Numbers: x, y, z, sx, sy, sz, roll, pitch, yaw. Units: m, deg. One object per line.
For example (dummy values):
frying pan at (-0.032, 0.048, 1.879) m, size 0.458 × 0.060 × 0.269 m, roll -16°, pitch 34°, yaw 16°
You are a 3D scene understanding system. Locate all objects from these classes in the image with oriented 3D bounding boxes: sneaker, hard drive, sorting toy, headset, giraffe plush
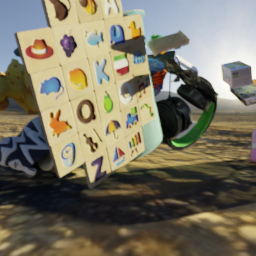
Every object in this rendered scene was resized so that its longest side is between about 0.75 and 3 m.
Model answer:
sneaker at (-1.738, 0.400, 5.631) m, size 1.040 × 0.638 × 1.598 m, roll 31°, pitch 25°, yaw 4°
sneaker at (0.716, -1.411, 7.759) m, size 0.982 × 1.023 × 2.608 m, roll -17°, pitch 0°, yaw -13°
hard drive at (1.694, -1.905, 8.346) m, size 0.869 × 0.114 × 0.573 m, roll 31°, pitch 27°, yaw -10°
sorting toy at (0.733, -1.678, 5.437) m, size 0.704 × 0.140 × 0.952 m, roll -19°, pitch 36°, yaw 3°
headset at (1.491, -0.485, 6.815) m, size 1.396 × 1.834 × 2.970 m, roll 40°, pitch -11°, yaw 42°
giraffe plush at (-3.040, -0.972, 7.099) m, size 1.504 × 1.743 × 1.413 m, roll 11°, pitch 32°, yaw 43°

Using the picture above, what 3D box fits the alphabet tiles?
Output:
alphabet tiles at (-0.396, -0.651, 4.412) m, size 0.093 × 2.936 × 2.443 m, roll 8°, pitch 27°, yaw 39°

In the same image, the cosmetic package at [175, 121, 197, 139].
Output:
cosmetic package at (1.445, -0.053, 10.999) m, size 2.214 × 0.789 × 1.123 m, roll 10°, pitch -1°, yaw -25°

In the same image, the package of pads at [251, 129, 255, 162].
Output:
package of pads at (4.105, 0.440, 6.440) m, size 2.288 × 0.866 × 1.379 m, roll 3°, pitch 2°, yaw 30°

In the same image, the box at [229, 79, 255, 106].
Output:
box at (3.847, -1.137, 8.803) m, size 0.892 × 0.260 × 1.304 m, roll -14°, pitch 27°, yaw 5°

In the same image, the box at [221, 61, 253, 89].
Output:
box at (3.410, -1.705, 8.859) m, size 0.645 × 0.581 × 1.147 m, roll -11°, pitch 21°, yaw 6°

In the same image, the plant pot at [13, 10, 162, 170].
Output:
plant pot at (-0.588, -0.724, 6.108) m, size 2.778 × 2.721 × 2.778 m, roll -17°, pitch 13°, yaw 4°
